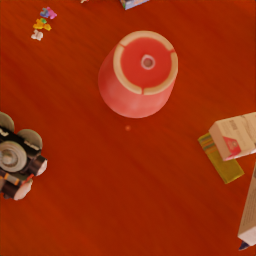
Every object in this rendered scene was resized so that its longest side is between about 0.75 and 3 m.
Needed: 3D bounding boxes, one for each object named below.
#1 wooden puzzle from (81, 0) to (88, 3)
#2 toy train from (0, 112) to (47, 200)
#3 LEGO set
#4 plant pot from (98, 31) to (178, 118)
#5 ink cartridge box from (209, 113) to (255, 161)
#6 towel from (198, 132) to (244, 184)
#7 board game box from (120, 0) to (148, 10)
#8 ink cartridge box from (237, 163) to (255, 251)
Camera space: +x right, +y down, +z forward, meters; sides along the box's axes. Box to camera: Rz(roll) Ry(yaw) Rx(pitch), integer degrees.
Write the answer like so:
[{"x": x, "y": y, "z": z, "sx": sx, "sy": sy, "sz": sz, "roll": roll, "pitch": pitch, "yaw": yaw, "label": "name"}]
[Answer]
[{"x": -0.979, "y": -4.109, "z": 8.199, "sx": 0.905, "sy": 0.210, "sz": 0.839, "roll": -15, "pitch": 62, "yaw": 26, "label": "wooden puzzle"}, {"x": -3.235, "y": 0.463, "z": 6.197, "sx": 2.848, "sy": 1.213, "sz": 1.623, "roll": 31, "pitch": 110, "yaw": -4, "label": "toy train"}, {"x": -2.314, "y": -2.928, "z": 7.857, "sx": 0.412, "sy": 0.383, "sz": 1.003, "roll": 26, "pitch": 85, "yaw": -5, "label": "LEGO set"}, {"x": 0.269, "y": -1.244, "z": 6.413, "sx": 1.896, "sy": 1.678, "sz": 1.896, "roll": 1, "pitch": 85, "yaw": -7, "label": "plant pot"}, {"x": 2.716, "y": 0.195, "z": 6.727, "sx": 1.197, "sy": 0.505, "sz": 0.867, "roll": -12, "pitch": 65, "yaw": -12, "label": "ink cartridge box"}, {"x": 2.291, "y": 0.688, "z": 6.921, "sx": 0.551, "sy": 0.116, "sz": 1.281, "roll": -27, "pitch": 75, "yaw": -7, "label": "towel"}, {"x": 0.447, "y": -4.401, "z": 8.436, "sx": 1.760, "sy": 0.303, "sz": 1.192, "roll": -26, "pitch": 74, "yaw": -8, "label": "board game box"}, {"x": 2.665, "y": 1.171, "z": 5.347, "sx": 0.400, "sy": 1.971, "sz": 1.967, "roll": 28, "pitch": 53, "yaw": 9, "label": "ink cartridge box"}]
